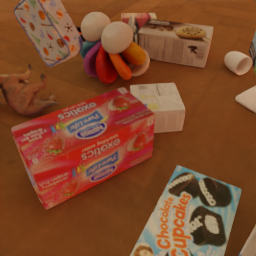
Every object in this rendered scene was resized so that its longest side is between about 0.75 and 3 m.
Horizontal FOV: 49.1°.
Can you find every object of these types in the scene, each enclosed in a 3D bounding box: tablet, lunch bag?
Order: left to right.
[{"bbox_3d":[-1.495,-1.839,5.182,1.051,1.311,0.495,-8,27,48],"label":"lunch bag"},{"bbox_3d":[4.797,-0.576,8.603,1.648,0.173,2.532,-25,47,-25],"label":"tablet"}]

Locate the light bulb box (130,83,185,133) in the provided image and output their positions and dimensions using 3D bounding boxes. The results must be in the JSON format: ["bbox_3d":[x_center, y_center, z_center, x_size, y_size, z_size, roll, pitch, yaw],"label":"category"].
[{"bbox_3d":[0.792,-0.583,8.095,1.350,0.843,1.338,-4,42,-5],"label":"light bulb box"}]

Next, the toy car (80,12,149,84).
[{"bbox_3d":[-0.669,-2.517,9.673,2.547,2.229,1.910,37,90,33],"label":"toy car"}]

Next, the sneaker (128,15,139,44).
[{"bbox_3d":[0.263,-4.031,11.807,0.525,1.322,0.518,5,0,-21],"label":"sneaker"}]

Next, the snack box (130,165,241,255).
[{"bbox_3d":[1.191,1.979,5.538,1.480,0.473,2.548,19,46,20],"label":"snack box"}]

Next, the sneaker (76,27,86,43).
[{"bbox_3d":[-1.266,-3.948,11.708,2.222,1.000,0.777,-11,43,-12],"label":"sneaker"}]

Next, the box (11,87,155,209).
[{"bbox_3d":[-0.932,0.368,6.574,2.942,1.467,1.405,-23,47,-24],"label":"box"}]

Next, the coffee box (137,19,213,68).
[{"bbox_3d":[1.823,-3.368,11.005,2.689,1.073,1.520,13,44,14],"label":"coffee box"}]

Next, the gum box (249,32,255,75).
[{"bbox_3d":[3.199,-1.819,5.747,0.505,2.269,1.927,0,56,5],"label":"gum box"}]

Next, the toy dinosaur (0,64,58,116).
[{"bbox_3d":[-3.324,-0.947,8.432,2.590,1.111,1.755,34,61,13],"label":"toy dinosaur"}]

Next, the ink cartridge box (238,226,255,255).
[{"bbox_3d":[3.001,1.610,4.875,1.110,1.895,2.623,32,51,31],"label":"ink cartridge box"}]

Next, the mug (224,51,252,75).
[{"bbox_3d":[4.060,-2.410,10.333,0.944,0.697,0.828,12,28,-34],"label":"mug"}]

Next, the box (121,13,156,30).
[{"bbox_3d":[0.463,-4.609,12.499,1.520,0.828,0.972,-1,35,0],"label":"box"}]
